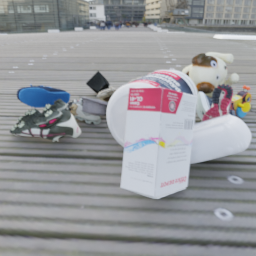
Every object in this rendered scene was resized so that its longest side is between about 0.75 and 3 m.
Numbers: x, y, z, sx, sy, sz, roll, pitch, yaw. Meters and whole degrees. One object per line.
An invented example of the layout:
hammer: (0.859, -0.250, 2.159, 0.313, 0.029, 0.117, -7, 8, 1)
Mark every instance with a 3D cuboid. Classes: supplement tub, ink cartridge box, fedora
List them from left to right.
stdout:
fedora: (-1.160, -0.686, 9.397, 1.095, 0.494, 0.968, 13, -3, 9)
supplement tub: (0.877, -0.634, 8.666, 2.071, 2.071, 2.952, 12, 26, 25)
ink cartridge box: (0.687, 0.266, 5.995, 0.903, 2.108, 1.556, 8, 3, 36)

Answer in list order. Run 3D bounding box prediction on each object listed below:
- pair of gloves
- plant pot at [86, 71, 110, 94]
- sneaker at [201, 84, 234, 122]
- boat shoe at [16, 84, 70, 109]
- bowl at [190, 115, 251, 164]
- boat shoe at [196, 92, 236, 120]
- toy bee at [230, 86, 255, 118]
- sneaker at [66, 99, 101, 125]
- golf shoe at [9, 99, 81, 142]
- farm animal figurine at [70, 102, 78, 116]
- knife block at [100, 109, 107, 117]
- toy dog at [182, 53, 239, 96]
pair of gloves: (-0.111, -1.419, 10.570, 2.045, 0.359, 1.739, -19, -10, 19)
plant pot: (-1.302, -1.965, 13.098, 0.757, 0.854, 0.852, 48, 3, 31)
sneaker: (2.912, -0.409, 8.919, 0.798, 0.739, 1.979, 17, 68, 27)
boat shoe: (-2.867, -1.028, 9.343, 0.664, 0.814, 1.934, 30, 14, 34)
bowl: (2.061, 0.246, 7.261, 1.955, 0.730, 1.952, -19, 2, 29)
boat shoe: (3.154, -0.592, 10.175, 1.003, 0.781, 2.209, 0, 35, -1)
toy bee: (4.242, -1.049, 10.846, 1.362, 1.131, 2.080, 20, 32, 39)
sneaker: (-1.872, -0.765, 10.157, 1.892, 0.837, 0.701, 12, 36, 7)
golf shoe: (-2.669, 0.024, 8.701, 2.708, 1.193, 1.045, -8, 41, 40)
farm animal figurine: (-2.026, -0.373, 9.224, 1.031, 1.019, 0.537, -6, 20, 21)
knife block: (-1.264, -0.789, 11.124, 1.296, 0.415, 1.138, 5, 23, 12)
toy dog: (3.209, -2.316, 11.836, 2.717, 1.955, 2.802, -2, 5, 7)
